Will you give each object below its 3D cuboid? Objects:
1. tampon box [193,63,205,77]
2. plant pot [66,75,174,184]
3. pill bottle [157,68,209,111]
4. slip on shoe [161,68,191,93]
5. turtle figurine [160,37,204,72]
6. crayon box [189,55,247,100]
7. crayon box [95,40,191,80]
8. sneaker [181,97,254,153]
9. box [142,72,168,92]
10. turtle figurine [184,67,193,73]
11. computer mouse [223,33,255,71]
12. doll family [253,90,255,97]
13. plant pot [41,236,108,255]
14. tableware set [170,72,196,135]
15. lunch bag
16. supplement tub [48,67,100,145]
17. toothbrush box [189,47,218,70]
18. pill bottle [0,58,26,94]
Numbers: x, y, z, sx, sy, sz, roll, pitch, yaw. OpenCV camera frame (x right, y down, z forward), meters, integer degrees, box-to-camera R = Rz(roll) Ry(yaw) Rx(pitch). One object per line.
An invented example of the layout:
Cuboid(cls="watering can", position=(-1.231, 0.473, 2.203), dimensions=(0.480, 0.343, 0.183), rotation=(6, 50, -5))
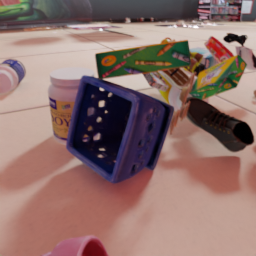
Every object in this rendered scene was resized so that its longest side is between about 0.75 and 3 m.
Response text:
Cuboid(cls="tampon box", position=(3.319, -3.036, 15.285), dimensions=(0.954, 1.133, 1.511), rotation=(-8, 28, -16))
Cuboid(cls="plant pot", position=(-0.134, -0.029, 7.863), dimensions=(2.296, 2.296, 2.064), rotation=(28, 18, 39))
Cuboid(cls="pill bottle", position=(2.284, -1.621, 11.988), dimensions=(1.610, 1.610, 2.948), rotation=(-5, 28, -9))
Cuboid(cls="slip on shoe", position=(1.707, -1.964, 10.024), dimensions=(0.719, 0.573, 1.892), rotation=(-39, 50, 9))
Cuboid(cls="turtle figurine", position=(2.231, -3.405, 12.262), dimensions=(2.079, 0.830, 2.578), rotation=(34, 36, 12))
Cuboid(cls="crayon box", position=(3.053, -1.669, 9.661), dimensions=(1.083, 0.531, 1.823), rotation=(-58, 18, -25))
Cuboid(cls="crayon box", position=(0.326, -1.764, 7.279), dimensions=(2.265, 0.660, 1.345), rotation=(-9, 13, 0))
Cuboid(cls="sneaker", position=(2.730, -0.273, 8.516), dimensions=(2.395, 1.272, 0.896), rotation=(39, 81, 10))
Cuboid(cls="box", position=(0.965, -2.205, 11.557), dimensions=(0.892, 0.281, 1.621), rotation=(12, 40, -40))
Cuboid(cls="turtle figurine", position=(2.084, -2.747, 13.708), dimensions=(1.928, 2.390, 0.770), rotation=(-12, 57, 32))
Cuboid(cls="computer mouse", position=(5.007, -3.147, 12.111), dimensions=(0.518, 2.361, 1.294), rotation=(-50, 33, 2))
Cuboid(cls="doll family", position=(6.561, -1.652, 13.279), dimensions=(1.625, 0.732, 1.009), rotation=(-33, 46, -20))
Cuboid(cls="plant pot", position=(-1.126, 2.549, 3.942), dimensions=(1.578, 1.763, 1.763), rotation=(-13, 26, 9))
Cuboid(cls="tableware set", position=(1.366, -0.605, 6.844), dimensions=(0.180, 1.294, 1.549), rotation=(20, 31, 15))
Cuboid(cls="lunch bag", position=(4.169, -3.371, 12.688), dimensions=(1.486, 0.691, 1.687), rotation=(20, 33, -49))
Cuboid(cls="supplement tub", position=(-1.798, -0.738, 9.485), dimensions=(1.677, 2.306, 1.677), rotation=(0, 27, 0))
Cuboid(cls="toothbrush box", position=(4.478, -4.164, 17.417), dimensions=(2.057, 1.198, 2.809), rotation=(20, 33, 34))
Cuboid(cls="pill bottle", position=(-6.170, -2.658, 14.330), dimensions=(1.338, 1.338, 2.311), rotation=(-2, 28, -4))
